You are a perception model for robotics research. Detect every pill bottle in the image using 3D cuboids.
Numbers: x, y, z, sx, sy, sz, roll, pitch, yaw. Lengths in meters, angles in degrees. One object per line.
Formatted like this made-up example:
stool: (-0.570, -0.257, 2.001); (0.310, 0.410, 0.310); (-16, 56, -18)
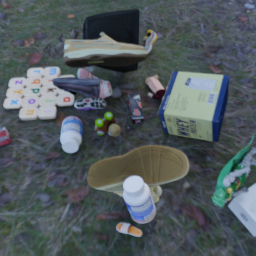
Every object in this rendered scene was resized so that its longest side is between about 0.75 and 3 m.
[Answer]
pill bottle: (0.231, 1.584, 6.231); (0.602, 1.073, 0.602); (-12, 37, 9)
pill bottle: (-1.998, 0.253, 9.858); (0.738, 0.738, 1.315); (-4, 39, -3)

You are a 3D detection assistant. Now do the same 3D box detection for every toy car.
toy car: (-0.614, 0.117, 10.139); (0.823, 0.857, 1.043); (-38, 70, -18)

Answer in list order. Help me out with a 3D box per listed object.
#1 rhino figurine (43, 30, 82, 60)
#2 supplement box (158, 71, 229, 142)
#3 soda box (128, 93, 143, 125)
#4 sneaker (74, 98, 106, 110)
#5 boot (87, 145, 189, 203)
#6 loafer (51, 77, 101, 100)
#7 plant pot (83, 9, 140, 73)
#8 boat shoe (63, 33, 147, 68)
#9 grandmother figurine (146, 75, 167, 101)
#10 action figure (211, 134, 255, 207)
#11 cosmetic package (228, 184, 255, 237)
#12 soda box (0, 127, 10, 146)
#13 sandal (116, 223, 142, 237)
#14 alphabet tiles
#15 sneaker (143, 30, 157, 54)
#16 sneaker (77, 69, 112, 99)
rhino figurine: (-2.433, -3.233, 10.805); (1.590, 0.475, 0.695); (-35, 103, -1)
supplement box: (2.396, -0.797, 10.064); (1.999, 1.343, 2.001); (10, 61, 23)
soda box: (0.299, -0.776, 11.108); (0.462, 0.414, 1.307); (-6, 54, -4)
sneaker: (-1.496, -0.926, 11.074); (1.219, 0.508, 0.491); (-1, 74, -6)
boot: (0.587, 1.437, 7.748); (2.778, 2.159, 1.011); (-17, 56, 25)
loafer: (-1.814, -1.355, 9.524); (2.122, 0.668, 0.763); (9, 21, 35)
plant pot: (-0.793, -3.412, 11.265); (1.981, 2.233, 2.228); (-1, 8, -14)
boat shoe: (-0.803, -2.829, 9.866); (2.927, 1.049, 1.115); (-3, 81, -9)
grandmother figurine: (1.305, -1.490, 11.621); (1.010, 0.505, 1.666); (-26, 54, -8)
action figure: (3.148, 1.436, 8.125); (0.713, 1.541, 2.609); (20, 41, 38)
cosmetic package: (3.917, 2.434, 8.498); (1.133, 0.697, 1.129); (-26, 57, -18)
soda box: (-5.072, 0.478, 10.132); (1.424, 0.451, 0.498); (-20, 54, -14)
sandal: (0.040, 3.010, 8.362); (0.784, 0.225, 0.300); (13, 54, 10)
alphabet tiles: (-3.662, -1.501, 11.783); (2.821, 0.210, 2.884); (-4, 53, -2)
sneaker: (0.852, -3.999, 13.226); (0.515, 0.543, 1.323); (15, 77, 51)
sneaker: (-1.192, -1.733, 10.762); (0.870, 1.664, 0.626); (-10, 55, 25)
